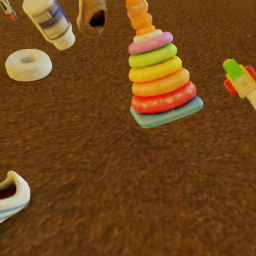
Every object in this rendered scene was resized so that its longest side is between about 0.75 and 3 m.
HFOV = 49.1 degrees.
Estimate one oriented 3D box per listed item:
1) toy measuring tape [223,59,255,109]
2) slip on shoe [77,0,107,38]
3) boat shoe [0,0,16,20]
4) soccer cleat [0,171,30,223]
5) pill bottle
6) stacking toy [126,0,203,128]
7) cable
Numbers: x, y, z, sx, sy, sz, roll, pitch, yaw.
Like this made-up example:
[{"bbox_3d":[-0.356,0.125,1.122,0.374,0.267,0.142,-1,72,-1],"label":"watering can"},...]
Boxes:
[{"bbox_3d":[2.326,-0.636,5.314,0.654,0.654,1.778,-13,58,-14],"label":"toy measuring tape"},{"bbox_3d":[-0.689,-2.219,5.776,0.616,1.622,0.491,-23,83,-13],"label":"slip on shoe"},{"bbox_3d":[-4.090,-4.013,9.476,0.277,0.779,0.244,-1,41,24],"label":"boat shoe"},{"bbox_3d":[-3.284,1.900,5.959,0.892,1.102,2.553,26,48,26],"label":"soccer cleat"},{"bbox_3d":[-1.713,-2.380,6.306,0.694,1.249,0.694,-8,61,15],"label":"pill bottle"},{"bbox_3d":[0.533,-1.547,6.170,1.534,2.795,1.622,-20,20,-4],"label":"stacking toy"},{"bbox_3d":[-4.031,-2.578,11.421,1.771,0.613,1.771,12,43,14],"label":"cable"}]
